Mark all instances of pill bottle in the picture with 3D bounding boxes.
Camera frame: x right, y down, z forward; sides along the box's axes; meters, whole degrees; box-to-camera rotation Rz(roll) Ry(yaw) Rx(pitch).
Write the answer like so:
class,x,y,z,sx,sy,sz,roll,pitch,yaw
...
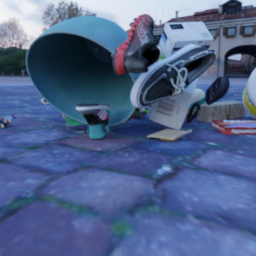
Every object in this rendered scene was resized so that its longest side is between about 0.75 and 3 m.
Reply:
class,x,y,z,sx,sy,sz,roll,pitch,yaw
pill bottle,4.617,-1.066,9.065,1.628,1.628,2.896,4,-3,18

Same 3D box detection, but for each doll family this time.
class,x,y,z,sx,sy,sz,roll,pitch,yaw
doll family,-4.054,-0.210,8.845,1.074,0.421,0.621,4,6,-8

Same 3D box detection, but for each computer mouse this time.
class,x,y,z,sx,sy,sz,roll,pitch,yaw
computer mouse,2.006,-0.630,7.102,0.319,0.550,1.875,17,-30,-10

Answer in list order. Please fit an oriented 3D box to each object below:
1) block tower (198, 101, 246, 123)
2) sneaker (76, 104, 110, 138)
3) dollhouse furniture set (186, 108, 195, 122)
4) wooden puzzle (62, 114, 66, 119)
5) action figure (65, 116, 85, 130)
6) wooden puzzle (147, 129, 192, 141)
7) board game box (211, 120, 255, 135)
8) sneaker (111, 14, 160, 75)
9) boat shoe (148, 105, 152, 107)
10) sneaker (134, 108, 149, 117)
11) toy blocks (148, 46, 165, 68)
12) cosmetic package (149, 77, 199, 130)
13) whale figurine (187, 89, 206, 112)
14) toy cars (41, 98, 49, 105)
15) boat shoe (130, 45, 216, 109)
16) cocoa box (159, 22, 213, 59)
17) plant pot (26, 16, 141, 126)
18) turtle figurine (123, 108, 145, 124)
class,x,y,z,sx,sy,sz,roll,pitch,yaw
block tower,3.468,-0.626,10.323,2.194,0.634,0.593,-7,13,-35
sneaker,-0.856,-0.160,6.934,0.588,0.849,1.407,2,1,21
dollhouse furniture set,1.511,-0.379,9.416,1.418,0.730,1.403,2,0,10
wooden puzzle,-1.736,-1.302,8.988,0.379,1.637,1.516,22,45,37
action figure,-1.020,-0.310,8.518,1.709,0.467,1.010,-10,29,-10
wooden puzzle,1.070,0.191,7.230,0.900,0.168,0.832,0,11,43
board game box,3.849,-0.033,8.288,2.411,0.234,1.241,0,10,-1
sneaker,0.313,-1.674,5.626,0.828,0.599,1.694,12,55,17
boat shoe,0.744,-0.841,9.136,1.167,0.431,0.441,5,56,11
sneaker,-0.057,-0.704,11.078,0.879,0.761,2.122,21,-5,-41
toy blocks,0.937,-2.055,10.499,1.842,1.659,1.971,32,16,-29
cosmetic package,1.559,-1.395,8.378,1.027,1.411,2.775,21,47,10
whale figurine,2.207,-0.833,11.196,1.887,0.979,1.502,-25,13,-1
toy cars,-2.067,-1.281,10.256,1.149,0.567,2.562,-21,12,34
boat shoe,1.077,-1.121,6.383,2.248,0.830,0.768,-33,39,-20
cocoa box,1.573,-2.368,7.750,1.162,0.762,0.775,-9,58,-17
plant pot,-0.866,-1.724,7.431,2.907,2.907,1.958,5,49,22
turtle figurine,0.016,-0.515,9.151,1.171,0.877,0.590,-15,31,-34
